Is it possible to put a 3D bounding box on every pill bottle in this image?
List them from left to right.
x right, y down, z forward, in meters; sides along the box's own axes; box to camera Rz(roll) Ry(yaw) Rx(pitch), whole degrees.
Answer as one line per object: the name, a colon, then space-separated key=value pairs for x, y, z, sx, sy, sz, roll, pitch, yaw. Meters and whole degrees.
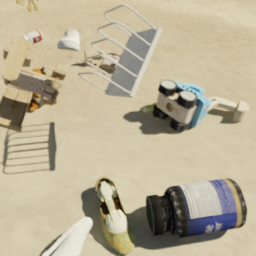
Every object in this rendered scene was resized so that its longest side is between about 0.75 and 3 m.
pill bottle: x=-5.369 y=-5.064 z=15.713 sx=0.583 sy=0.583 sz=1.064 roll=33 pitch=53 yaw=29
pill bottle: x=1.758 y=2.182 z=7.563 sx=2.436 sy=1.363 sz=1.363 roll=-7 pitch=44 yaw=-6

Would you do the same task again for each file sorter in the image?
file sorter: x=-0.325 y=-2.122 z=7.998 sx=1.479 sy=1.327 sz=2.132 roll=14 pitch=80 yaw=57

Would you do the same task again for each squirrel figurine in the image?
squirrel figurine: x=-3.799 y=-1.817 z=11.583 sx=1.205 sy=1.589 sz=1.702 roll=-19 pitch=47 yaw=-19

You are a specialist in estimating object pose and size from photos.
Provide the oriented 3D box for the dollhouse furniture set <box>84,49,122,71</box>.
dollhouse furniture set: x=-0.993 y=-3.569 z=13.878 sx=2.179 sy=0.964 sz=1.129 roll=13 pitch=45 yaw=13

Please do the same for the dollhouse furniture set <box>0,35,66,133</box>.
dollhouse furniture set: x=-2.452 y=-0.824 z=6.890 sx=1.399 sy=2.699 sz=1.195 roll=18 pitch=66 yaw=-19

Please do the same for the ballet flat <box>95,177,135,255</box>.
ballet flat: x=-0.445 y=2.329 z=7.852 sx=0.822 sy=0.822 sz=2.324 roll=-13 pitch=46 yaw=-14

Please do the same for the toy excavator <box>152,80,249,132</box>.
toy excavator: x=2.869 y=-0.960 z=10.987 sx=2.941 sy=1.469 sz=2.860 roll=-25 pitch=50 yaw=-36

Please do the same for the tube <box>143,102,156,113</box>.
tube: x=1.012 y=-0.898 z=11.635 sx=0.891 sy=0.231 sz=0.259 roll=-24 pitch=87 yaw=-29

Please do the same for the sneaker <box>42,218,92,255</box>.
sneaker: x=-1.500 y=3.148 z=7.146 sx=0.758 sy=0.720 sz=1.884 roll=34 pitch=59 yaw=19

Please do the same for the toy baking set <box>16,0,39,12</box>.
toy baking set: x=-4.167 y=-5.838 z=11.748 sx=0.231 sy=1.522 sz=1.983 roll=9 pitch=75 yaw=24

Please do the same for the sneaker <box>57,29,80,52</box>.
sneaker: x=-2.389 y=-3.572 z=11.345 sx=0.881 sy=0.854 sz=2.412 roll=4 pitch=15 yaw=-11
